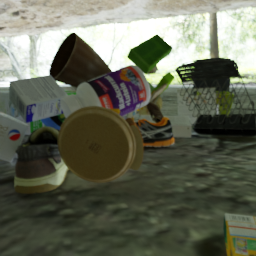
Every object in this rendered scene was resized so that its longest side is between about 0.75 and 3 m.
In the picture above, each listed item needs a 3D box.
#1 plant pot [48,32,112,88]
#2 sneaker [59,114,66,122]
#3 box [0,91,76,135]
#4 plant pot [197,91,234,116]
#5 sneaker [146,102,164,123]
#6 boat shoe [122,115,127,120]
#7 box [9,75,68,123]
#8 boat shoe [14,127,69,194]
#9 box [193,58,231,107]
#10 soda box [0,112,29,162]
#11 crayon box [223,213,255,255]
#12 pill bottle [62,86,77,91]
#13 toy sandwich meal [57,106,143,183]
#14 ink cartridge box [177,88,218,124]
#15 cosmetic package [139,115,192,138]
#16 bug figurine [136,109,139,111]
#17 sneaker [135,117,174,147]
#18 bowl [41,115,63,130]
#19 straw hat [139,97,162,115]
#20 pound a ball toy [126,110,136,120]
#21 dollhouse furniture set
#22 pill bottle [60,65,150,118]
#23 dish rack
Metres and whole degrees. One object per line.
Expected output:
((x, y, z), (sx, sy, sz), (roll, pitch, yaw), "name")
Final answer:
((-1.481, -2.027, 9.604), (1.831, 1.712, 1.712), (25, -5, -35), "plant pot")
((-1.443, -0.418, 7.749), (0.546, 0.484, 1.306), (-40, -13, 27), "sneaker")
((-2.907, -0.570, 9.087), (2.266, 1.241, 2.568), (6, 11, 19), "box")
((3.193, -0.773, 10.447), (1.241, 1.127, 1.235), (2, 11, 12), "plant pot")
((0.750, -0.369, 7.736), (0.309, 0.818, 0.288), (-28, -13, -49), "sneaker")
((-0.759, -0.193, 8.243), (0.850, 0.739, 2.306), (-13, 15, -34), "boat shoe")
((-2.156, -0.726, 6.758), (1.075, 0.564, 0.989), (-19, 53, -37), "box")
((-1.432, 0.383, 5.098), (0.895, 0.823, 2.505), (1, 10, -5), "boat shoe")
((3.543, -1.745, 12.162), (1.418, 2.376, 2.416), (2, 11, 12), "box")
((-3.029, 0.009, 6.208), (0.771, 0.825, 2.422), (27, -7, -34), "soda box")
((1.241, 1.153, 2.750), (0.522, 0.214, 0.830), (3, 10, 15), "crayon box")
((-1.863, -1.210, 11.620), (1.159, 1.159, 2.034), (10, 19, 42), "pill bottle")
((-0.422, 0.231, 4.337), (1.344, 1.344, 0.460), (2, 15, 8), "toy sandwich meal")
((2.427, -0.769, 9.810), (1.402, 1.235, 0.313), (2, 12, 31), "ink cartridge box")
((1.089, -0.069, 8.502), (1.561, 0.403, 1.177), (2, 14, 8), "cosmetic package")
((-0.597, -1.110, 13.396), (2.075, 0.689, 2.676), (8, 13, 34), "bug figurine")
((0.269, 0.116, 6.965), (1.791, 0.692, 0.701), (-4, 13, -14), "sneaker")
((-1.805, -0.058, 7.330), (1.116, 0.219, 1.116), (40, 4, -4), "bowl")
((0.988, -0.710, 10.677), (1.111, 1.111, 0.470), (-6, 27, -28), "straw hat")
((-0.022, -0.261, 8.815), (0.320, 0.752, 0.491), (24, 13, 33), "pound a ball toy")
((0.343, -1.387, 8.673), (1.154, 1.494, 2.989), (-40, -9, -29), "dollhouse furniture set")
((-0.484, -0.611, 5.946), (1.750, 0.975, 0.975), (-27, 21, -22), "pill bottle")
((2.216, -0.739, 7.216), (1.821, 2.374, 0.648), (0, 51, 41), "dish rack")
